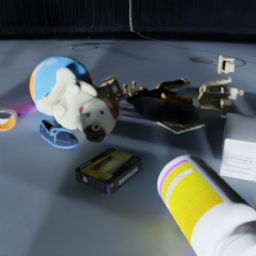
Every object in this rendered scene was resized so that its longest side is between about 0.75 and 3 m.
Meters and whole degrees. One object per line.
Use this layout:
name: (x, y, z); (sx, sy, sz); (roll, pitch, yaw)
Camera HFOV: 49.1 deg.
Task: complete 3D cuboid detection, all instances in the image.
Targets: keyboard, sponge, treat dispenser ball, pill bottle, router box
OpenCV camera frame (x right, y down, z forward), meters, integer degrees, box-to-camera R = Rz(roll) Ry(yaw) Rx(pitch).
keyboard: (1.018, -1.488, 13.424); (2.513, 0.322, 1.509); (-21, 38, -41)
sponge: (-4.361, -0.840, 12.045); (0.818, 0.219, 1.467); (11, 26, 23)
treat dispenser ball: (-2.596, -1.580, 11.089); (2.433, 2.433, 2.433); (0, 24, 0)
pill bottle: (1.546, 1.609, 5.273); (1.269, 1.269, 2.434); (-7, 25, -14)
router box: (-0.479, 1.108, 7.467); (1.154, 0.383, 1.468); (16, 29, 32)

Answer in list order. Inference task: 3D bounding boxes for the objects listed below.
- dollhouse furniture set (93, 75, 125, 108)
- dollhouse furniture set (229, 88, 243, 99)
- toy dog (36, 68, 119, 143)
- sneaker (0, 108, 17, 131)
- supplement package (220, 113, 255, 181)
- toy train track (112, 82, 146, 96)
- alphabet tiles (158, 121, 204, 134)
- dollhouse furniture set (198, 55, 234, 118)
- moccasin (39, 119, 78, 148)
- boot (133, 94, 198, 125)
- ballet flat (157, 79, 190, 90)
dollhouse furniture set: (-1.393, -1.089, 12.050); (1.958, 1.231, 2.213); (-19, 19, 19)
dollhouse furniture set: (5.237, -1.647, 13.944); (0.845, 0.484, 0.991); (14, 4, 27)
toy dog: (-1.457, -0.492, 9.114); (1.718, 2.388, 2.463); (-51, 46, -8)
sneaker: (-5.309, -0.356, 10.403); (2.319, 0.878, 1.067); (4, 16, -10)
supplement package: (3.500, 0.499, 7.941); (1.566, 1.115, 2.011); (8, 25, 17)
toy train track: (-0.471, -2.043, 14.450); (2.895, 0.471, 1.660); (-5, 24, -9)
alphabet tiles: (1.879, -0.244, 10.909); (1.392, 0.063, 1.665); (-15, 28, -29)
dollhouse furniture set: (3.759, -1.877, 12.037); (1.331, 2.118, 2.394); (6, 24, 15)
moccasin: (-2.405, 0.174, 9.278); (1.818, 0.620, 0.731); (16, 29, 32)
boot: (1.540, -1.095, 11.437); (2.545, 0.926, 2.704); (6, 23, 3)
ballet flat: (2.481, -2.394, 15.131); (2.310, 0.535, 0.778); (-15, 28, -30)
